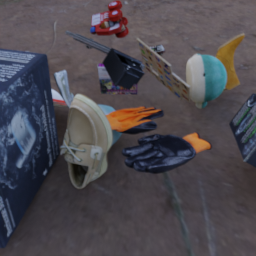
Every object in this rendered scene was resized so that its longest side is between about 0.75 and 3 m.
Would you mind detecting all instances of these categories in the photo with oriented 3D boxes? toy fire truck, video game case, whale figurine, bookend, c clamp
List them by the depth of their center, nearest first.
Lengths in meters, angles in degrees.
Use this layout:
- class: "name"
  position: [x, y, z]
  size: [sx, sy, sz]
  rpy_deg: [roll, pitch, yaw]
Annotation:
- class: "bookend"
  position: [0.018, -1.114, 5.693]
  size: [0.841, 0.390, 0.846]
  rpy_deg: [15, 35, -38]
- class: "video game case"
  position: [-0.228, -1.139, 6.616]
  size: [0.909, 0.824, 0.163]
  rpy_deg: [1, 49, 3]
- class: "whale figurine"
  position: [2.319, -1.420, 8.471]
  size: [1.086, 1.665, 2.092]
  rpy_deg: [-5, -2, 9]
- class: "toy fire truck"
  position: [-0.644, -3.348, 8.940]
  size: [1.148, 0.767, 1.368]
  rpy_deg: [-14, 49, 12]
- class: "c clamp"
  position: [-0.720, -2.625, 9.714]
  size: [2.817, 0.381, 2.406]
  rpy_deg: [27, 14, 10]

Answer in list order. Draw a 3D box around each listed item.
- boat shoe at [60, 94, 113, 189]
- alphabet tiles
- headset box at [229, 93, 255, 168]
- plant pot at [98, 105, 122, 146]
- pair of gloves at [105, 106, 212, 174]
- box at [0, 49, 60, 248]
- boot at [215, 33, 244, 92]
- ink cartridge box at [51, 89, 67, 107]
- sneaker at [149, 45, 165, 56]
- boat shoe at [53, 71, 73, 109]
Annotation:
- class: "boat shoe"
  position: [-0.949, 0.437, 5.914]
  size: [0.934, 2.590, 0.841]
  rpy_deg: [33, 54, 20]
- class: "alphabet tiles"
  position: [1.064, -1.561, 8.140]
  size: [0.075, 1.669, 1.997]
  rpy_deg: [-43, 68, -4]
- class: "headset box"
  position: [3.460, 0.387, 6.095]
  size: [1.957, 1.043, 2.248]
  rpy_deg: [30, 24, 0]
- class: "plant pot"
  position: [-0.739, -0.051, 7.563]
  size: [1.039, 1.017, 1.020]
  rpy_deg: [-20, 36, -22]
- class: "pair of gloves"
  position: [0.424, 0.157, 6.237]
  size: [2.041, 0.283, 2.291]
  rpy_deg: [-15, 39, -30]
- class: "box"
  position: [-2.779, 0.258, 5.653]
  size: [1.691, 2.832, 2.879]
  rpy_deg: [8, 37, 8]
- class: "boot"
  position: [3.290, -1.998, 9.151]
  size: [1.340, 1.871, 0.658]
  rpy_deg: [54, 25, 4]
- class: "ink cartridge box"
  position: [-2.580, -0.994, 7.955]
  size: [2.419, 0.606, 1.962]
  rpy_deg: [5, 1, 24]
- class: "sneaker"
  position: [0.997, -2.848, 10.641]
  size: [0.895, 0.517, 0.338]
  rpy_deg: [-2, 79, 34]
- class: "boat shoe"
  position: [-1.343, -0.807, 6.104]
  size: [0.284, 0.885, 0.326]
  rpy_deg: [-25, 31, -13]
